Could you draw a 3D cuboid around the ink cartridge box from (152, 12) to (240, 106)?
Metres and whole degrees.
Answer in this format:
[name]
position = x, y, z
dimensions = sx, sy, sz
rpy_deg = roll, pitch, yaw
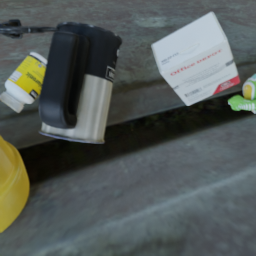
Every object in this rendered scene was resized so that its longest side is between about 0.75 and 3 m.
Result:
[ink cartridge box]
position = 2.015, -1.815, 8.066
dimensions = 1.787, 2.476, 1.037
rpy_deg = -24, 65, 20

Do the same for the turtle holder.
[turtle holder]
position = 4.199, -0.951, 8.574
dimensions = 1.996, 1.516, 1.417
rpy_deg = -48, 31, -1

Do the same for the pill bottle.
[pill bottle]
position = -2.179, -0.954, 6.032
dimensions = 0.683, 0.683, 1.228
rpy_deg = 28, 77, 32

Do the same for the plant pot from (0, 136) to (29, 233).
[plant pot]
position = -3.474, 0.649, 5.404
dimensions = 2.590, 2.437, 2.590
rpy_deg = 1, 37, -1

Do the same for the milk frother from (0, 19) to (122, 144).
[milk frother]
position = -1.867, -1.167, 6.827
dimensions = 2.809, 2.642, 2.535
rpy_deg = 11, 1, 26
